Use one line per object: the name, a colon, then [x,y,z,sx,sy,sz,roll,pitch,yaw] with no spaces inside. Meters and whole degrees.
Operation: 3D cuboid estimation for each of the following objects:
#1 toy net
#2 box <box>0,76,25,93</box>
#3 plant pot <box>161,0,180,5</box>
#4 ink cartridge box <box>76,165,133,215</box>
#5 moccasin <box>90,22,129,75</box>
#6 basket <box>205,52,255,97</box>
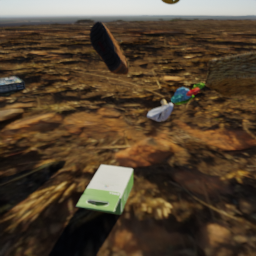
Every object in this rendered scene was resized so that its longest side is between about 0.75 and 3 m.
toy net: [0.721,-0.346,4.175,0.575,0.212,1.096,-4,27,47]
box: [-5.491,-1.881,12.303,1.560,0.359,1.240,-17,29,-32]
plant pot: [1.647,-4.886,10.283,0.850,0.850,0.603,-8,45,-17]
ink cartridge box: [-0.394,1.251,5.331,0.703,0.401,1.354,6,25,13]
moccasin: [-0.625,-2.766,9.703,2.266,0.829,0.875,55,21,24]
basket: [2.256,-1.238,5.432,0.980,1.023,1.373,20,-8,-33]
